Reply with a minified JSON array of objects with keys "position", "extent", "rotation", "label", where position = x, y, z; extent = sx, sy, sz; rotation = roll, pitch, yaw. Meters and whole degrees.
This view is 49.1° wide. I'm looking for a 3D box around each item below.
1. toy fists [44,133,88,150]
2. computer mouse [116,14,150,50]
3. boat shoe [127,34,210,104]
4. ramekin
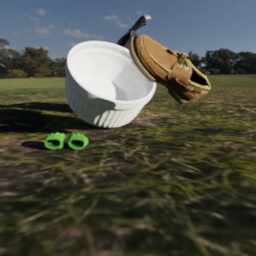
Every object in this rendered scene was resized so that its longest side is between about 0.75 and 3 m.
[{"position":[-1.425,0.313,6.454],"extent":[0.990,0.340,0.504],"rotation":[1,17,-5],"label":"toy fists"},{"position":[0.298,-3.509,10.871],"extent":[0.594,1.813,2.582],"rotation":[40,20,-19],"label":"computer mouse"},{"position":[0.876,-1.197,5.420],"extent":[0.735,0.778,2.163],"rotation":[-17,-27,35],"label":"boat shoe"},{"position":[-0.658,-1.270,8.712],"extent":[2.733,1.435,2.733],"rotation":[13,47,-14],"label":"ramekin"}]
